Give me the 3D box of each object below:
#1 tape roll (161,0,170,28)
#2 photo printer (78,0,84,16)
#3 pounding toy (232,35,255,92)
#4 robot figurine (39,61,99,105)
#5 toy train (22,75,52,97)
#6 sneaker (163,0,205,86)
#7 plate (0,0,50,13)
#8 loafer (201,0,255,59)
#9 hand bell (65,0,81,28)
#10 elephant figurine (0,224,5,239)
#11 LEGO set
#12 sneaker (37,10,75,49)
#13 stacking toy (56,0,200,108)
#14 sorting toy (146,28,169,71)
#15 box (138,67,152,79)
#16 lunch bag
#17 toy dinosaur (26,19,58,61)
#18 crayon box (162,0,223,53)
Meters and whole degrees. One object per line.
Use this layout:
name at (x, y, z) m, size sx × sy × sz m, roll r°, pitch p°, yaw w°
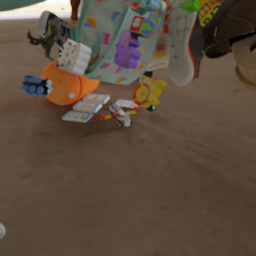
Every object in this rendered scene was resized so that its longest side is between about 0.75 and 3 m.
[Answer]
tape roll at (1.127, -3.854, 8.459) m, size 0.803 × 1.891 × 1.891 m, roll 9°, pitch 16°, yaw -40°
photo printer at (-1.347, -4.365, 9.821) m, size 0.734 × 1.758 × 2.113 m, roll -20°, pitch 13°, yaw -11°
pounding toy at (2.873, -1.186, 5.313) m, size 1.430 × 1.434 × 2.501 m, roll 23°, pitch 69°, yaw 37°
robot figurine at (-2.110, -1.780, 10.307) m, size 1.952 × 1.582 × 2.713 m, roll 15°, pitch 31°, yaw 21°
toy train at (-2.402, -1.107, 7.386) m, size 0.861 × 0.492 × 0.373 m, roll 8°, pitch -14°, yaw 20°
sneaker at (1.210, -1.845, 5.741) m, size 0.724 × 1.880 × 0.770 m, roll 18°, pitch 26°, yaw 41°
plate at (-1.917, -2.628, 5.147) m, size 2.301 × 0.294 × 2.301 m, roll -7°, pitch 39°, yaw 6°
loafer at (2.034, -1.802, 5.547) m, size 0.944 × 0.918 × 2.586 m, roll -18°, pitch -5°, yaw 3°
hand bell at (-1.804, -3.821, 9.493) m, size 1.302 × 2.500 × 1.302 m, roll 6°, pitch 61°, yaw -10°
elephant figurine at (-2.631, 1.783, 3.728) m, size 1.312 × 1.197 × 1.691 m, roll -16°, pitch 30°, yaw 37°
LEGO set at (-0.529, -0.754, 9.274) m, size 2.745 × 0.674 × 2.051 m, roll 9°, pitch 31°, yaw 17°
sneaker at (-1.666, -2.691, 8.075) m, size 1.253 × 0.831 × 2.202 m, roll 14°, pitch 5°, yaw 5°
stacking toy at (0.128, -1.458, 3.858) m, size 1.636 × 2.170 × 0.510 m, roll 15°, pitch 11°, yaw -44°
sorting toy at (0.799, -1.997, 7.316) m, size 1.330 × 0.711 × 1.197 m, roll -7°, pitch 55°, yaw 18°
box at (-0.429, -2.947, 13.819) m, size 2.098 × 0.530 × 2.934 m, roll -13°, pitch 28°, yaw -25°
lunch bag at (-0.190, -1.807, 5.472) m, size 1.183 × 1.941 × 1.653 m, roll 24°, pitch 12°, yaw 22°
toy dinosaur at (-1.978, -1.978, 6.447) m, size 0.623 × 1.414 × 0.336 m, roll 14°, pitch 68°, yaw -15°
crayon box at (2.160, -4.066, 9.998) m, size 0.846 × 2.903 × 2.505 m, roll -11°, pitch 57°, yaw -52°
